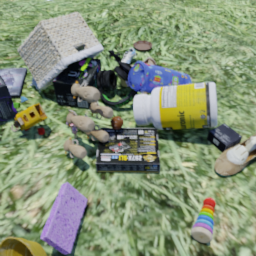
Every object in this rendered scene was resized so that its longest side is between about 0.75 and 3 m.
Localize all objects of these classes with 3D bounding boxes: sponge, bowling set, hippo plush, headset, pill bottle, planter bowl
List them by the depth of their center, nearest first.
[{"bbox_3d":[-2.193,2.952,6.135,1.383,1.383,0.576,26,18,24],"label":"planter bowl"},{"bbox_3d":[-1.509,2.159,6.790,0.223,0.836,1.498,-22,33,27],"label":"sponge"},{"bbox_3d":[-1.086,-0.152,8.787,1.600,2.299,1.234,10,9,-45],"label":"bowling set"},{"bbox_3d":[1.564,-0.674,9.313,2.625,1.461,1.461,-3,43,17],"label":"pill bottle"},{"bbox_3d":[-0.383,-1.956,10.915,1.572,1.196,2.546,-24,66,19],"label":"headset"},{"bbox_3d":[-3.588,-1.827,11.253,0.777,0.619,0.625,-22,51,-28],"label":"hippo plush"}]

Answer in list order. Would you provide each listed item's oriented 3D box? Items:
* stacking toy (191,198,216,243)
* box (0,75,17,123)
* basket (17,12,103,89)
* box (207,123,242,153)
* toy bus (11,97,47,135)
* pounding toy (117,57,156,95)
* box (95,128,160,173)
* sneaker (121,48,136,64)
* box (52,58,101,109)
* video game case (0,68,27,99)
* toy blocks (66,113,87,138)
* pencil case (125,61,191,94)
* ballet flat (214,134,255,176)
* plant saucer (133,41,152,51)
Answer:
[{"bbox_3d":[2.002,2.279,7.158,0.520,0.520,1.218,17,43,17],"label":"stacking toy"},{"bbox_3d":[-5.303,-0.822,9.610,2.380,1.455,1.262,-25,49,-23],"label":"box"},{"bbox_3d":[-2.573,-2.936,10.650,2.207,1.775,2.187,-24,11,43],"label":"basket"},{"bbox_3d":[3.143,0.334,9.178,0.727,0.415,0.798,-24,49,-22],"label":"box"},{"bbox_3d":[-3.345,-0.281,9.193,1.215,1.287,0.665,16,12,3],"label":"toy bus"},{"bbox_3d":[0.525,-2.049,11.117,1.984,1.134,1.138,4,45,5],"label":"pounding toy"},{"bbox_3d":[0.003,0.670,8.805,1.923,0.474,1.535,0,46,0],"label":"box"},{"bbox_3d":[-0.073,-3.129,12.568,0.467,0.471,1.299,-8,38,41],"label":"sneaker"},{"bbox_3d":[-1.894,-1.805,10.865,1.360,1.138,1.831,8,46,8],"label":"box"},{"bbox_3d":[-5.064,-1.863,11.615,1.428,0.190,1.999,-4,45,-5],"label":"video game case"},{"bbox_3d":[-1.695,-0.190,9.559,0.711,0.640,0.761,-21,48,-20],"label":"toy blocks"},{"bbox_3d":[1.179,-1.673,10.214,2.527,1.097,0.986,3,-4,-38],"label":"pencil case"},{"bbox_3d":[3.541,0.703,8.566,2.222,0.725,0.783,-28,56,-24],"label":"ballet flat"},{"bbox_3d":[0.719,-4.037,13.859,0.955,0.164,0.955,-1,44,1],"label":"plant saucer"}]
